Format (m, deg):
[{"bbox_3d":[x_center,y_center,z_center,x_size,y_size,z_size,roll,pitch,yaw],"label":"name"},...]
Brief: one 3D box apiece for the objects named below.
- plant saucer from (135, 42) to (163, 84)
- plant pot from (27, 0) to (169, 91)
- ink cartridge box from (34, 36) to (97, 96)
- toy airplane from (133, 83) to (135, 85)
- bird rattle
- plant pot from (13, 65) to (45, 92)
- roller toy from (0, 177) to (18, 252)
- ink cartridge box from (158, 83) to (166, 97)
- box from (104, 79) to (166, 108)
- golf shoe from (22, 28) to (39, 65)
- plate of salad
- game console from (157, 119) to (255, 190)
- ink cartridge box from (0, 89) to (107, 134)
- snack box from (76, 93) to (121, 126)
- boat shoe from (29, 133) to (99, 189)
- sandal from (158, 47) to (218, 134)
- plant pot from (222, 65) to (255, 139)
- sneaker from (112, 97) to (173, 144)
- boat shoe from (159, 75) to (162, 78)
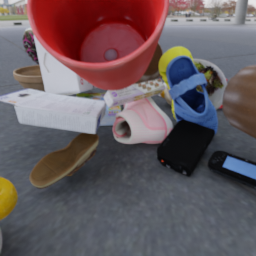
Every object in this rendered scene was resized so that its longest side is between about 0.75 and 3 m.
[{"bbox_3d":[0.480,-2.264,8.816,1.799,1.799,0.329,-15,7,-30],"label":"plant saucer"},{"bbox_3d":[-0.489,-2.109,6.228,2.726,2.726,2.412,2,-11,5],"label":"plant pot"},{"bbox_3d":[-1.850,-2.401,10.162,1.260,2.188,2.998,-6,13,18],"label":"ink cartridge box"},{"bbox_3d":[0.068,-2.721,13.528,2.503,1.766,2.492,-7,-14,4],"label":"toy airplane"},{"bbox_3d":[2.485,-1.378,11.066,2.119,1.464,2.599,-40,69,-24],"label":"bird rattle"},{"bbox_3d":[-3.889,-2.100,12.563,2.263,1.045,2.263,0,24,0],"label":"plant pot"},{"bbox_3d":[-3.094,1.463,3.936,2.480,1.733,2.262,7,27,15],"label":"roller toy"},{"bbox_3d":[1.906,-1.522,11.961,0.849,0.496,1.463,-12,27,-23],"label":"ink cartridge box"},{"bbox_3d":[0.236,-1.057,8.408,2.000,0.414,0.387,-18,73,-33],"label":"box"},{"bbox_3d":[-2.965,-2.896,10.716,0.999,2.753,1.268,-4,63,21],"label":"golf shoe"},{"bbox_3d":[1.996,-1.143,8.329,1.812,1.812,0.435,11,35,23],"label":"plate of salad"},{"bbox_3d":[2.191,0.716,6.827,2.800,0.337,1.651,21,46,25],"label":"game console"},{"bbox_3d":[-1.917,-0.510,7.547,2.494,0.506,2.489,10,13,-1],"label":"ink cartridge box"},{"bbox_3d":[-1.093,-0.705,10.016,1.584,0.635,1.878,-3,27,-6],"label":"snack box"},{"bbox_3d":[-1.396,0.848,6.537,0.713,0.712,1.977,23,41,22],"label":"boat shoe"},{"bbox_3d":[1.732,-0.643,7.538,1.179,2.967,1.292,-30,35,8],"label":"sandal"},{"bbox_3d":[3.265,-0.456,5.848,2.121,2.121,2.099,-7,17,-15],"label":"plant pot"},{"bbox_3d":[0.073,-0.382,8.757,1.510,1.087,2.889,-6,28,-21],"label":"sneaker"},{"bbox_3d":[2.224,-2.853,14.761,1.590,0.572,0.541,6,25,13],"label":"boat shoe"}]
